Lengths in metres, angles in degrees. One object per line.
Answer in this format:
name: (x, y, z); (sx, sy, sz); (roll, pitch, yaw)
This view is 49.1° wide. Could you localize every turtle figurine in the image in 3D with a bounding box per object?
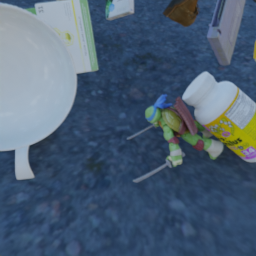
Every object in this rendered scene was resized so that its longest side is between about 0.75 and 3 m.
turtle figurine: (1.281, 0.319, 7.924); (2.304, 2.376, 1.710); (15, 10, -17)

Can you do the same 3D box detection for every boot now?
boot: (1.983, -3.920, 8.871); (0.982, 2.603, 0.958); (37, 89, -11)

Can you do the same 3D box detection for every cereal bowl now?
cereal bowl: (-2.392, -0.955, 5.302); (2.650, 2.650, 1.104); (-17, 28, -17)

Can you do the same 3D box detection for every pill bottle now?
pill bottle: (2.717, -0.318, 7.484); (2.569, 1.339, 1.339); (38, 47, -8)

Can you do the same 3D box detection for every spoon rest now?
spoon rest: (-2.864, 0.370, 8.013); (1.122, 0.685, 2.259); (-6, 44, -6)

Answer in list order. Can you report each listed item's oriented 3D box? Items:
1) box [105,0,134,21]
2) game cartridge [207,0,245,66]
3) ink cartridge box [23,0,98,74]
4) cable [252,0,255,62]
box: (-0.309, -4.548, 9.459); (1.114, 1.543, 0.280); (2, 3, 42)
game cartridge: (2.103, -2.325, 5.941); (0.327, 1.104, 1.704); (11, 76, 31)
ink cartridge box: (-2.528, -2.591, 8.464); (2.920, 2.125, 0.700); (-11, 17, -10)
cable: (3.715, -2.905, 7.196); (1.312, 2.702, 0.680); (-12, 12, 33)
